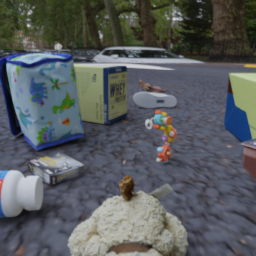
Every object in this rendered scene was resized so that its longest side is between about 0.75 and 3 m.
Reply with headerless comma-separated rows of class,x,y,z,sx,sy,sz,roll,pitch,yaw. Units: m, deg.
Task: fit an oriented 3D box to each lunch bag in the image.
lunch bag,-2.820,-0.991,8.624,1.873,2.499,2.939,-15,23,-30

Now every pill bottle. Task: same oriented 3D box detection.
pill bottle,-2.203,1.115,4.733,1.382,0.776,0.776,-2,17,-3

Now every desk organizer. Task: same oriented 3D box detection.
desk organizer,3.491,0.657,5.784,2.715,1.045,0.974,-12,20,-34

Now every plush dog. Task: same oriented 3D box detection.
plush dog,0.063,1.465,3.216,1.613,1.294,1.385,-2,40,-6

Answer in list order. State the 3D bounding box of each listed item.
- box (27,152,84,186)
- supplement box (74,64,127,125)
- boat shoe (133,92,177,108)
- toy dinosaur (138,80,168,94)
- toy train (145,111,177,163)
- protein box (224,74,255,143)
box,-1.646,0.901,6.356,0.851,0.260,1.075,-15,22,-40
supplement box,-1.273,-1.379,10.838,2.079,2.082,1.397,8,18,26
boat shoe,1.233,-1.333,13.162,2.035,0.732,0.669,-1,11,-4
toy dinosaur,1.269,-1.881,13.955,1.558,0.669,1.056,2,-25,1
toy train,0.883,0.202,6.732,0.347,1.249,0.938,-1,36,38
protein box,4.747,-0.546,8.345,2.795,1.886,2.774,0,16,1
